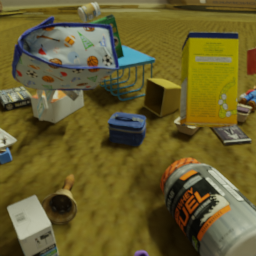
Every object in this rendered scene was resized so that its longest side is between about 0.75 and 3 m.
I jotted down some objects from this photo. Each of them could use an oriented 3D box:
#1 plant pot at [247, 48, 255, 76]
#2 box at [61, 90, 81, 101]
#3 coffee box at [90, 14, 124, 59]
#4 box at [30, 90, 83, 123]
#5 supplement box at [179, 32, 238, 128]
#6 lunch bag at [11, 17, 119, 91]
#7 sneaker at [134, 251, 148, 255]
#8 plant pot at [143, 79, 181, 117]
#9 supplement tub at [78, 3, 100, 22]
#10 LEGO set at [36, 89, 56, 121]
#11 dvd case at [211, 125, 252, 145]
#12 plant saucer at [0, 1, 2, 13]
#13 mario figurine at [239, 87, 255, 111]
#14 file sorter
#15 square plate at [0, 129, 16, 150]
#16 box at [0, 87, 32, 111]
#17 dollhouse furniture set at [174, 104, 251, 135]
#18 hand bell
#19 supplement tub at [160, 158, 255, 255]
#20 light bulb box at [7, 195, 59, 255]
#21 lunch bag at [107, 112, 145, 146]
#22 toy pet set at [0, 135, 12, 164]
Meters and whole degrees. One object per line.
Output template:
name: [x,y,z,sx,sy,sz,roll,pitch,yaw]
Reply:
plant pot: [4.108,-2.113,8.734,0.872,0.772,0.872,-12,3,1]
box: [-2.280,-1.659,10.002,1.316,0.318,1.043,40,22,-22]
coffee box: [-0.541,-2.177,7.011,0.676,1.099,0.242,-25,43,-8]
box: [-2.861,-1.074,11.513,1.145,0.897,1.841,16,34,25]
supplement box: [2.128,-1.208,7.556,1.278,2.334,1.270,2,-2,3]
lunch bag: [-1.482,-1.527,6.176,1.991,1.233,1.693,-9,-7,-27]
sneaker: [0.166,2.927,4.814,0.691,0.715,1.713,-1,31,-1]
plant pot: [1.574,-1.335,11.727,1.300,1.271,1.263,-11,31,-31]
supplement tub: [-1.663,-4.948,11.956,0.828,0.599,0.599,-29,38,-14]
LEGO set: [-2.724,-1.625,8.815,0.587,1.787,2.392,15,30,-33]
dvd case: [3.677,0.196,10.122,0.976,0.105,1.313,-4,30,-8]
plant saucer: [-4.725,-4.533,9.890,0.137,0.932,0.932,-19,31,3]
mario figurine: [5.681,-1.262,12.288,1.847,0.979,1.140,-33,78,-28]
file sorter: [-0.363,-2.695,13.478,1.969,1.741,2.838,-16,34,-26]
square plate: [-5.101,0.550,9.336,1.984,0.285,2.003,25,38,35]
box: [-5.048,-1.348,12.504,1.274,0.388,1.580,-20,36,-29]
dollhouse furniture set: [3.138,-0.969,10.246,2.219,1.988,2.801,19,35,29]
hand bell: [-1.623,1.630,7.248,0.838,0.838,1.610,-1,19,-1]
supplement tub: [1.760,1.783,6.018,1.483,1.483,2.420,-12,31,-19]
light bulb box: [-1.974,2.164,5.830,0.627,1.005,0.996,-20,35,-28]
lunch bag: [-0.072,-0.041,9.733,1.359,0.899,0.923,8,31,13]
toy pet set: [-3.942,0.670,8.568,0.488,0.858,0.919,2,29,20]
